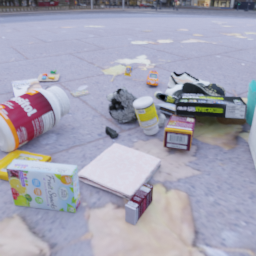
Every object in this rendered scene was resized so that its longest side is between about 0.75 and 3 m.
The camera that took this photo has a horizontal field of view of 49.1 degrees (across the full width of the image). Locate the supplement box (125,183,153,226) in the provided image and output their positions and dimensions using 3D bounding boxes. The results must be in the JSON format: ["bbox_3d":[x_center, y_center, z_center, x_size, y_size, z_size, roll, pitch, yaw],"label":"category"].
[{"bbox_3d":[0.306,1.999,7.439,0.317,0.567,1.042,17,32,27],"label":"supplement box"}]

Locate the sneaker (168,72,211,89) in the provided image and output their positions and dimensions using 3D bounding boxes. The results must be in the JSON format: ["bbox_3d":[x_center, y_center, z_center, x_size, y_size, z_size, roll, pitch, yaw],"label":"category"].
[{"bbox_3d":[3.386,-2.539,15.386,2.365,0.946,0.872,8,28,10],"label":"sneaker"}]

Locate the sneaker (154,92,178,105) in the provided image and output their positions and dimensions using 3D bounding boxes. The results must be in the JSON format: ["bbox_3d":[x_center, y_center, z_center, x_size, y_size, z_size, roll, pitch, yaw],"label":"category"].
[{"bbox_3d":[1.879,-1.332,13.346,1.297,0.483,0.549,17,13,-5],"label":"sneaker"}]

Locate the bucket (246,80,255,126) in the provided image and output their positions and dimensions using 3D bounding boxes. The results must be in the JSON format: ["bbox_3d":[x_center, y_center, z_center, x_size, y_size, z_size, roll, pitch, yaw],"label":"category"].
[{"bbox_3d":[6.148,-0.972,11.744,2.475,1.610,2.475,-1,29,1],"label":"bucket"}]

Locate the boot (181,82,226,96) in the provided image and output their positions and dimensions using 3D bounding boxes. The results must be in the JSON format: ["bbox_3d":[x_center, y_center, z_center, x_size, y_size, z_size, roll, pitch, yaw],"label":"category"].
[{"bbox_3d":[3.778,-1.770,13.742,2.264,0.817,1.710,27,34,6],"label":"boot"}]

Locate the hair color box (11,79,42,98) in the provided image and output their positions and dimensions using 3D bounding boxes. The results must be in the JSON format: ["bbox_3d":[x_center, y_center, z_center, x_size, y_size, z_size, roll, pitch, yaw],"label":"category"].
[{"bbox_3d":[-4.972,-1.681,13.964,1.343,0.796,2.456,-12,33,-22],"label":"hair color box"}]

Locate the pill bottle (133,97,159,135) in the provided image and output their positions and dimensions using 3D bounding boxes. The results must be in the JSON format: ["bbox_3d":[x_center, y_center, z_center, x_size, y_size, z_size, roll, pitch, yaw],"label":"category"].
[{"bbox_3d":[0.742,-0.448,10.883,0.781,1.388,0.781,-15,28,8],"label":"pill bottle"}]

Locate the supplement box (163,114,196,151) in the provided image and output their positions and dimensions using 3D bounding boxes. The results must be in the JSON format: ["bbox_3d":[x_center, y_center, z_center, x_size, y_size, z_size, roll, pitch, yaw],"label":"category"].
[{"bbox_3d":[1.939,0.138,10.422,0.964,0.748,1.748,8,21,15],"label":"supplement box"}]

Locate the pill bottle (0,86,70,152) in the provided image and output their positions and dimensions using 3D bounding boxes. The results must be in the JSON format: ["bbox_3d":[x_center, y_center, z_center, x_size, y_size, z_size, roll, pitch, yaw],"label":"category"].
[{"bbox_3d":[-3.689,-0.476,10.548,1.651,1.651,2.923,20,39,32],"label":"pill bottle"}]

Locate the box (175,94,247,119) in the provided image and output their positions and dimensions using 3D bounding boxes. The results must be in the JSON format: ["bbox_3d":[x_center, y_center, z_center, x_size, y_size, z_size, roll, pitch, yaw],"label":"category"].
[{"bbox_3d":[3.385,-0.950,11.606,2.626,0.624,2.536,5,17,16],"label":"box"}]

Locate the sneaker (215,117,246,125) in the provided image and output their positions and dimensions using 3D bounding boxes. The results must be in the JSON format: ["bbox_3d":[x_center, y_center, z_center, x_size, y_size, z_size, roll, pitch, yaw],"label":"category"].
[{"bbox_3d":[4.356,-0.483,12.081,1.297,0.455,0.704,7,33,-2],"label":"sneaker"}]

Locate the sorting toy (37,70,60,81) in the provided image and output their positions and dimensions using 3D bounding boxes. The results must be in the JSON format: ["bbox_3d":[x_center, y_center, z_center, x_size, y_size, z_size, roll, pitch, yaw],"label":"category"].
[{"bbox_3d":[-4.910,-3.240,17.326,1.318,0.263,1.784,-5,29,-5],"label":"sorting toy"}]

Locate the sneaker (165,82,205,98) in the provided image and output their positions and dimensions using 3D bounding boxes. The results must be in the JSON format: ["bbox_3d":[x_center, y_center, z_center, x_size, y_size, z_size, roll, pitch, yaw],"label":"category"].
[{"bbox_3d":[2.968,-2.000,14.546,2.258,0.794,0.905,-14,28,-23],"label":"sneaker"}]

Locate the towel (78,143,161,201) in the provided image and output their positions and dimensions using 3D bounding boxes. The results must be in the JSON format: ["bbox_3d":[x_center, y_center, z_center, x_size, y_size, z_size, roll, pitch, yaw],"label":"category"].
[{"bbox_3d":[-0.229,1.318,8.941,1.984,0.335,2.077,17,33,27],"label":"towel"}]

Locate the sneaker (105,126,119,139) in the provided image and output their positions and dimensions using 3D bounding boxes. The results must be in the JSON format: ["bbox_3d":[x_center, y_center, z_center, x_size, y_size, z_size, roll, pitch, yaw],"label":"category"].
[{"bbox_3d":[-0.657,0.175,11.138,0.357,0.299,0.787,-8,36,-32],"label":"sneaker"}]

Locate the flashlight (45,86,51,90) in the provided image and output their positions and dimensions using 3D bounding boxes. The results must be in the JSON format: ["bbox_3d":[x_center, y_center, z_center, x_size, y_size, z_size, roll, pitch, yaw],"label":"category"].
[{"bbox_3d":[-3.701,-1.460,13.569,0.678,0.675,1.995,-45,31,2],"label":"flashlight"}]

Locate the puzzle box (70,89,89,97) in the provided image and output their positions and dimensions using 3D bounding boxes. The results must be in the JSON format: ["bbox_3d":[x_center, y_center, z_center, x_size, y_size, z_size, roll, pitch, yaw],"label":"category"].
[{"bbox_3d":[-2.578,-1.855,14.962,0.867,0.110,0.577,-17,33,-29],"label":"puzzle box"}]

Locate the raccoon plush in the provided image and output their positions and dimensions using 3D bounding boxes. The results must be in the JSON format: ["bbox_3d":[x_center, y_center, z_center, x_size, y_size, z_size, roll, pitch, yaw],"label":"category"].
[{"bbox_3d":[0.286,-0.830,12.545,2.836,1.372,1.900,33,18,1],"label":"raccoon plush"}]

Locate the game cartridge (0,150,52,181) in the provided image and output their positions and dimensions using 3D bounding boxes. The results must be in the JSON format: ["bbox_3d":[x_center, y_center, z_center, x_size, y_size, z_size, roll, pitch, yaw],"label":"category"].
[{"bbox_3d":[-3.537,1.230,9.139,1.560,0.253,1.375,9,30,18],"label":"game cartridge"}]

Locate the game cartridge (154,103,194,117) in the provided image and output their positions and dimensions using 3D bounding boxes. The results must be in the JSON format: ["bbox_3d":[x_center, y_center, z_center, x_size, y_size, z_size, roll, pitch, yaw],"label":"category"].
[{"bbox_3d":[2.086,-0.776,12.508,1.595,0.331,1.062,23,25,36],"label":"game cartridge"}]

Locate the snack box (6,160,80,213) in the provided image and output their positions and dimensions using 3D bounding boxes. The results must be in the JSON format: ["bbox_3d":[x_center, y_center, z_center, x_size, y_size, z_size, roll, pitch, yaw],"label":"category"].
[{"bbox_3d":[-2.235,1.557,7.505,1.788,1.272,0.474,5,28,7],"label":"snack box"}]

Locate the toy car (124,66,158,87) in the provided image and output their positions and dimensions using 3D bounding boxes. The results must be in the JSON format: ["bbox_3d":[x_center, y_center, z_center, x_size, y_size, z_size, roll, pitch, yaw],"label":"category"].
[{"bbox_3d":[0.734,-3.099,16.253,2.432,0.809,1.193,17,26,17],"label":"toy car"}]

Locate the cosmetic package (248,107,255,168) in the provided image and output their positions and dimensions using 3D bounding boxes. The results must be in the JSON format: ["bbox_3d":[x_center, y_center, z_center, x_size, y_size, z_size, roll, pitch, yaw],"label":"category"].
[{"bbox_3d":[4.960,0.096,8.940,1.510,2.457,2.449,7,29,11],"label":"cosmetic package"}]
